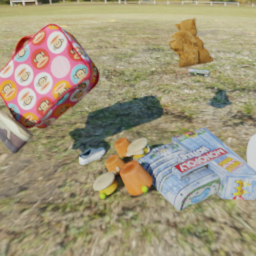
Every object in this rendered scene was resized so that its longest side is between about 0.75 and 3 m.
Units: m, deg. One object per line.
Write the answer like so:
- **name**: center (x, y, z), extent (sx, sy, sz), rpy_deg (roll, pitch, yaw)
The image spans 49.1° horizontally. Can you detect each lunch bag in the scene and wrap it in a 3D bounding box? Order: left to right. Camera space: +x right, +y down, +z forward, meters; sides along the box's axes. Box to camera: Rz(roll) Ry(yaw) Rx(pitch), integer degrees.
- **lunch bag**: center (-2.450, -1.536, 8.033), extent (2.404, 2.729, 1.118), rpy_deg (54, 12, 9)

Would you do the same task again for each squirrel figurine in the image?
- **squirrel figurine**: center (1.820, -2.548, 8.354), extent (1.056, 1.392, 1.492), rpy_deg (-4, 12, 30)

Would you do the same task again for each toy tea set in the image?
- **toy tea set**: center (0.069, 1.232, 8.676), extent (1.624, 1.011, 2.732), rpy_deg (-21, 23, 25)

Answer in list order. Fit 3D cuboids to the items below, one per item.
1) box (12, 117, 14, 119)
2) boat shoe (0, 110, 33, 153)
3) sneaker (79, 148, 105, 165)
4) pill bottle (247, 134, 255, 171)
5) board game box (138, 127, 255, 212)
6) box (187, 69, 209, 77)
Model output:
- **box**: center (-4.047, -0.924, 11.779), extent (0.409, 1.413, 1.777), rpy_deg (19, 33, 31)
- **boat shoe**: center (-3.269, -0.027, 7.189), extent (2.152, 0.774, 0.697), rpy_deg (27, 75, 34)
- **sneaker**: center (-1.205, 0.880, 9.542), extent (0.389, 0.377, 1.066), rpy_deg (23, 36, 36)
- **pill bottle**: center (5.247, 0.833, 8.235), extent (2.938, 1.702, 1.702), rpy_deg (0, 29, -1)
- **board game box**: center (2.205, 1.238, 8.357), extent (2.845, 0.877, 2.843), rpy_deg (-16, 32, -27)
- **box**: center (4.440, -3.495, 17.750), extent (1.237, 0.215, 0.681), rpy_deg (9, 30, 16)
